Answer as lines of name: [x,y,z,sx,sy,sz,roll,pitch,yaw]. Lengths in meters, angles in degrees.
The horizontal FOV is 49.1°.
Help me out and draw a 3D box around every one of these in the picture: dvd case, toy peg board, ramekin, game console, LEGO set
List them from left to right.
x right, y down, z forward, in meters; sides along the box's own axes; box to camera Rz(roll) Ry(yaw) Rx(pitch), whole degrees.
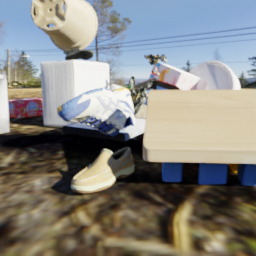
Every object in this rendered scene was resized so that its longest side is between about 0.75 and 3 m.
dvd case: [-0.431,-0.054,8.495,1.900,0.234,2.664,8,12,23]
LEGO set: [0.386,-1.124,8.643,0.718,2.535,1.646,41,6,-37]
game console: [0.951,-0.831,10.014,1.432,1.661,0.986,-22,49,-16]
ramekin: [3.411,-1.473,11.347,1.078,2.314,2.314,7,3,-44]
toy peg board: [1.594,0.286,4.957,2.538,1.241,2.527,0,25,6]

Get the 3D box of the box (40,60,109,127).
box: [-1.723,-1.165,9.576,1.375,2.104,2.093,4,10,27]

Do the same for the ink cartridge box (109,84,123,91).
ink cartridge box: [-0.213,-1.422,10.717,1.164,0.362,1.446,11,15,-24]

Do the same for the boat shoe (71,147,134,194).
boat shoe: [-0.371,0.578,4.290,0.483,0.513,1.348,6,11,29]

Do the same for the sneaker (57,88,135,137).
sneaker: [-0.531,-0.302,6.440,0.908,1.063,2.411,-20,-2,35]

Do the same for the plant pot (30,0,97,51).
plant pot: [-3.197,-5.262,13.468,2.789,2.789,2.553,2,5,11]

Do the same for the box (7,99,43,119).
box: [-4.269,-0.841,11.801,0.691,0.722,1.448,7,11,34]

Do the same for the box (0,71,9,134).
box: [-4.622,-0.810,8.500,2.282,1.807,0.552,6,10,29]

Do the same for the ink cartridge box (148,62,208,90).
ink cartridge box: [1.796,-1.563,11.345,0.954,1.619,2.812,11,18,-27]

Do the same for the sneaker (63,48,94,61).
sneaker: [-1.722,-2.578,9.685,1.277,0.383,0.666,-8,38,18]

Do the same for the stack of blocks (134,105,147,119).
stack of blocks: [1.089,-0.470,9.687,1.569,0.460,0.903,9,0,28]
